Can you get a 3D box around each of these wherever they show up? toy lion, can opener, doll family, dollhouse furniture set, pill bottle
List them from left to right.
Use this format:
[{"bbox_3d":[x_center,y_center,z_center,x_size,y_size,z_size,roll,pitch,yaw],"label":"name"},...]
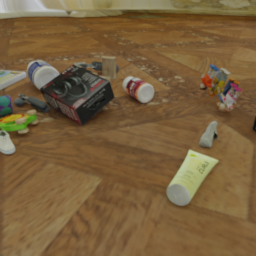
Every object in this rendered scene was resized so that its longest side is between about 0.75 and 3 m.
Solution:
[{"bbox_3d":[-3.410,-0.176,8.417,1.179,0.422,1.230,-6,20,6],"label":"toy lion"},{"bbox_3d":[-3.410,-0.806,9.793,1.543,0.411,0.516,21,66,34],"label":"can opener"},{"bbox_3d":[-3.570,-2.207,11.583,1.033,1.033,1.859,-16,31,-27],"label":"pill bottle"},{"bbox_3d":[-1.447,-2.335,11.928,1.122,0.958,2.164,11,30,19],"label":"dollhouse furniture set"},{"bbox_3d":[-1.514,-2.741,13.239,2.179,0.729,0.581,-1,26,-31],"label":"can opener"},{"bbox_3d":[0.347,-1.478,10.566,0.717,0.717,1.256,-15,32,-26],"label":"pill bottle"},{"bbox_3d":[3.226,-1.261,9.570,0.822,1.132,1.824,-5,46,-29],"label":"doll family"}]

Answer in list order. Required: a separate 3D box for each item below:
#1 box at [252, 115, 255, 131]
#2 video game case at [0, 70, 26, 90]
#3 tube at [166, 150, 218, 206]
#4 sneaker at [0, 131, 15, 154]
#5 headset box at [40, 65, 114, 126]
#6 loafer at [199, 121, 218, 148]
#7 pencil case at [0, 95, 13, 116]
[{"bbox_3d":[4.973,0.158,7.674,1.835,0.531,2.309,-11,30,-20],"label":"box"},{"bbox_3d":[-6.098,-2.041,12.111,2.259,0.284,2.482,7,28,13],"label":"video game case"},{"bbox_3d":[1.420,0.985,6.221,0.506,0.565,1.947,-33,-1,35],"label":"tube"},{"bbox_3d":[-3.291,0.379,7.465,0.358,0.347,0.980,-19,34,-32],"label":"sneaker"},{"bbox_3d":[-1.584,-1.084,9.105,2.052,0.793,1.527,29,61,34],"label":"headset box"},{"bbox_3d":[2.319,0.191,7.797,0.368,0.369,1.056,25,48,20],"label":"loafer"},{"bbox_3d":[-4.509,-0.602,8.993,1.502,0.639,0.694,-19,9,-34],"label":"pencil case"}]
